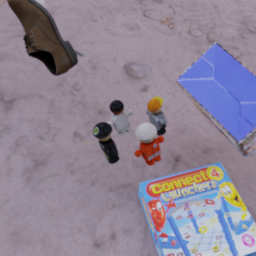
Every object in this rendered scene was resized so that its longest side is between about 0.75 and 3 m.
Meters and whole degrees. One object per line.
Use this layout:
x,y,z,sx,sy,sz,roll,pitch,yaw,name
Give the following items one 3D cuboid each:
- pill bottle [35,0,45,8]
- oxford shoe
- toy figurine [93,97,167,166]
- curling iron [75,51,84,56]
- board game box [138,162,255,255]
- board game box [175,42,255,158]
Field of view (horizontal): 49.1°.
-2.994,-3.771,8.296,0.892,0.892,1.492,-26,78,-19,pill bottle
-2.362,-2.420,7.308,0.868,2.388,1.008,-15,28,50,oxford shoe
0.094,0.011,6.134,1.481,1.031,1.458,1,42,21,toy figurine
-2.500,-3.559,12.890,1.135,0.145,0.281,28,56,21,curling iron
1.894,2.474,7.707,2.624,0.733,2.569,-13,53,-10,board game box
2.481,-0.518,6.684,1.195,2.467,1.967,-44,65,11,board game box
